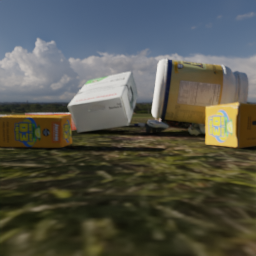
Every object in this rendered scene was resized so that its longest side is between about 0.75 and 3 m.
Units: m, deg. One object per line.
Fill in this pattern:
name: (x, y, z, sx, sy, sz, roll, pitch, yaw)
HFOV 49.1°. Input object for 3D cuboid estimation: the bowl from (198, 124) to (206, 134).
bowl: (2.689, 0.046, 8.879, 0.927, 0.417, 0.927, -2, 14, 0)

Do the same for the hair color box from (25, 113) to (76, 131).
hair color box: (-2.973, -0.251, 11.777, 1.344, 0.775, 2.423, 1, 2, 19)

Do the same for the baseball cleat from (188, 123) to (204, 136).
baseball cleat: (2.554, -0.087, 9.648, 0.439, 0.671, 1.260, 32, 26, 29)

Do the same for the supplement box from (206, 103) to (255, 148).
supplement box: (3.245, -0.095, 6.985, 2.944, 0.979, 1.013, -1, 3, -35)

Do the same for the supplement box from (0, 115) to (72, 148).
supplement box: (-2.441, 0.060, 6.466, 2.176, 0.724, 0.748, 0, 3, 5)

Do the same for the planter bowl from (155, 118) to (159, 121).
planter bowl: (2.258, -0.975, 15.523, 1.008, 1.497, 1.497, 8, 0, -21)

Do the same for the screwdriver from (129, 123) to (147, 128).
screwdriver: (0.202, -0.154, 15.055, 1.822, 0.254, 0.265, 0, 34, 32)

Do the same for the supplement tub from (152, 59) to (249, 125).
supplement tub: (2.058, -1.029, 8.389, 2.524, 1.822, 1.822, 7, 4, 4)

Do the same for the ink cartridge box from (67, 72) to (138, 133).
ink cartridge box: (-0.858, -1.060, 10.907, 2.050, 1.181, 2.809, -8, 26, 14)

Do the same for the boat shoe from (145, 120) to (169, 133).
boat shoe: (1.032, -0.026, 10.226, 0.493, 0.406, 1.436, 29, 12, 28)

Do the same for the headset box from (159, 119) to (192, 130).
headset box: (2.068, -0.513, 11.809, 1.319, 0.665, 1.774, 10, -17, 0)
